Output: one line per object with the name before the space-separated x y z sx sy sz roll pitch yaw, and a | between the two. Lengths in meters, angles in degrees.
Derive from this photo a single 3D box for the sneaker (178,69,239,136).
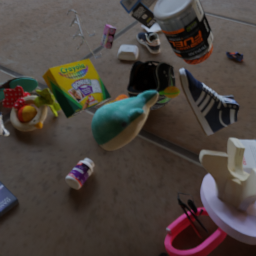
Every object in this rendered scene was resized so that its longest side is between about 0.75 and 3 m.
sneaker | 2.321 -0.878 7.886 1.205 2.221 0.778 -23 25 21

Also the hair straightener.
hair straightener | 1.897 2.432 8.081 0.533 0.284 1.386 -32 77 -4

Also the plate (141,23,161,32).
plate | 1.447 -5.904 16.574 1.023 0.165 1.021 -23 50 -20

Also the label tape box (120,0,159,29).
label tape box | 1.091 -5.012 11.275 2.495 1.799 0.790 5 47 -57

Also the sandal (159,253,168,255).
sandal | 0.715 3.645 7.409 0.348 0.209 0.928 36 56 29

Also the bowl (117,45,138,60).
bowl | -0.001 -3.979 14.586 1.053 0.394 1.055 6 48 7

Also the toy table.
toy table | 3.149 1.547 7.794 2.581 1.644 2.808 3 23 -13

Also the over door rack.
over door rack | -1.705 -3.440 10.588 0.566 1.700 1.256 -23 70 16

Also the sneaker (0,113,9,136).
sneaker | -2.899 -0.142 6.231 0.343 0.860 0.560 10 81 18

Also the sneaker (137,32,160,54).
sneaker | 1.129 -4.861 15.153 0.799 0.809 2.037 -21 49 -17

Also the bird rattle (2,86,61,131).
bird rattle | -3.971 -0.790 11.058 2.336 1.316 1.905 2 62 6

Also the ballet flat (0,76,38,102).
ballet flat | -5.202 -1.720 12.135 2.486 0.894 0.894 -26 52 -24

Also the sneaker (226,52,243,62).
sneaker | 5.487 -3.747 14.373 0.931 0.365 0.351 25 50 22

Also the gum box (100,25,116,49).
gum box | -0.742 -3.350 10.363 0.264 0.799 0.453 1 29 -32

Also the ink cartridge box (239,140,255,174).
ink cartridge box | 4.389 1.093 9.486 1.724 0.730 1.246 2 46 0

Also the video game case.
video game case | -4.801 2.167 8.830 2.276 0.216 1.626 33 55 26

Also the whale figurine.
whale figurine | -0.123 -0.405 7.944 1.162 1.782 2.240 48 68 -12

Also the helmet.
helmet | 0.946 -1.666 11.312 1.999 1.906 1.999 10 5 -1

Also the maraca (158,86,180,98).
maraca | 1.487 -1.286 10.139 0.780 0.417 0.534 -1 18 19

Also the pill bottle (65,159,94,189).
pill bottle | -1.558 1.489 9.228 0.563 0.563 1.001 22 51 20

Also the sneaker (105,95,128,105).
sneaker | -0.576 -0.700 11.138 0.809 0.855 2.216 19 48 19

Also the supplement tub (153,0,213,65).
supplement tub | 2.115 -3.583 10.171 1.567 2.558 1.567 -18 53 25

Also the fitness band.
fitness band | 1.833 2.853 7.630 1.864 0.349 1.339 -29 20 -25

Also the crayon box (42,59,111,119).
crayon box | -1.529 -1.260 8.656 1.701 0.496 1.468 -32 93 -48
